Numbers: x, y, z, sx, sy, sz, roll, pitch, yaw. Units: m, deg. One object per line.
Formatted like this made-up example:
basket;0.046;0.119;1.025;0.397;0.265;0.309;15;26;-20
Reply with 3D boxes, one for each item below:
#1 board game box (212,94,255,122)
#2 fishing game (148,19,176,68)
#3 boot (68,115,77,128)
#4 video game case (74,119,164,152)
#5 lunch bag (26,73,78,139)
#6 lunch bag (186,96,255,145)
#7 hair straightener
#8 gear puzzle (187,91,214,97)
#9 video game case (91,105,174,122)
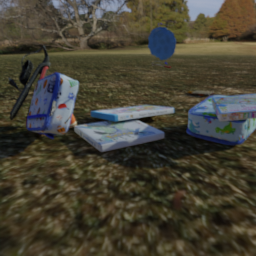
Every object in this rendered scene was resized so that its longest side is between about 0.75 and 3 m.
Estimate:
board game box;3.045;-0.563;7.473;1.408;0.241;0.946;-5;31;6
fishing game;0.880;-2.176;7.244;0.856;1.195;0.186;18;32;33
boot;-2.222;-0.269;8.950;1.063;0.570;0.399;-8;26;7
video game case;-0.300;0.124;8.352;2.063;0.227;1.880;-11;21;-29
lunch bag;-2.180;-0.572;7.824;0.810;1.718;2.144;19;-9;-31
lunch bag;2.868;-0.306;8.440;1.772;0.909;2.205;15;28;33
hair straightener;-3.428;-1.579;9.409;1.123;2.917;0.597;17;-18;-14
gear puzzle;3.570;-1.730;14.101;1.322;0.173;0.685;11;23;38
video game case;0.139;-0.556;9.935;2.444;0.218;1.749;-10;13;-31
